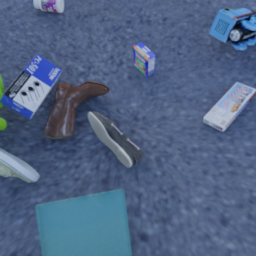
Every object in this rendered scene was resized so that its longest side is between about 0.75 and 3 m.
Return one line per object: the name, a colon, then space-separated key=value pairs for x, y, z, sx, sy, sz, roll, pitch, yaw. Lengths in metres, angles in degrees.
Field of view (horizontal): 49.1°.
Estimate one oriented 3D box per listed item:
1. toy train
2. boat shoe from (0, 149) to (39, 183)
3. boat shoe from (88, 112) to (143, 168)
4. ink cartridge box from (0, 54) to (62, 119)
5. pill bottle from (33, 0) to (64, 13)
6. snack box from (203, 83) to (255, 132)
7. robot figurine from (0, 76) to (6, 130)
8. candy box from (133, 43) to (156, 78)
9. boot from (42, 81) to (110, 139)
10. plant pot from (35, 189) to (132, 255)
toy train: x=4.499 y=-4.029 z=11.067 sx=1.585 sy=1.203 sz=2.775 roll=42 pitch=48 yaw=22
boat shoe: x=-3.664 y=1.146 z=8.468 sx=2.015 sy=0.726 sz=0.625 roll=32 pitch=84 yaw=-1
boat shoe: x=-0.440 y=0.288 z=9.319 sx=0.673 sy=0.789 sz=2.361 roll=-31 pitch=69 yaw=-30
ink cartridge box: x=-3.297 y=-1.494 z=9.766 sx=1.094 sy=0.514 sz=2.327 roll=32 pitch=47 yaw=-15
pill bottle: x=-3.569 y=-5.574 z=12.579 sx=1.223 sy=0.686 sz=0.686 roll=8 pitch=61 yaw=5
snack box: x=3.653 y=-0.792 z=10.011 sx=0.796 sy=0.269 sz=2.215 roll=32 pitch=64 yaw=34
robot figurine: x=-5.105 y=-0.672 z=8.682 sx=2.562 sy=1.689 sz=2.920 roll=19 pitch=45 yaw=3
candy box: x=0.614 y=-2.582 z=10.705 sx=0.397 sy=1.032 sz=0.872 roll=-33 pitch=66 yaw=-16
boot: x=-1.778 y=-0.546 z=9.739 sx=2.102 sy=0.724 sz=2.255 roll=-2 pitch=57 yaw=14
plant pot: x=-0.885 y=3.326 z=6.926 sx=2.090 sy=2.092 sz=2.959 roll=-9 pitch=69 yaw=-5
